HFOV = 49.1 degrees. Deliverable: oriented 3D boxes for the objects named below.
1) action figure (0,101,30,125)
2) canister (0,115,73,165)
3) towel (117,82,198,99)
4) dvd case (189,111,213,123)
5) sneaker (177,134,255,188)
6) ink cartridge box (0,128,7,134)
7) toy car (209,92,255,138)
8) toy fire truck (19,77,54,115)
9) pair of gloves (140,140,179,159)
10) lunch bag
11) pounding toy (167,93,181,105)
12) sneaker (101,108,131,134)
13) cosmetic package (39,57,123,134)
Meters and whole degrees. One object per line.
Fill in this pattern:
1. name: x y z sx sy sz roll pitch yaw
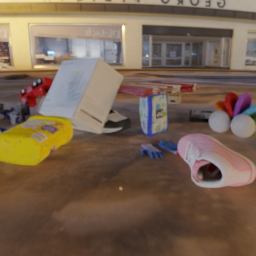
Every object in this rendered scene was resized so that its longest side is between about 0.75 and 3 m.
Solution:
1. action figure: -5.185 -0.559 11.326 2.264 0.786 1.473 -3 26 6
2. canister: -2.650 0.299 7.987 1.470 0.856 1.979 5 17 11
3. towel: 0.957 -1.458 10.325 2.790 0.317 2.010 -11 18 -35
4. dvd case: 3.748 -0.460 12.023 2.193 0.192 1.564 4 17 13
5. sneaker: 1.682 0.708 6.487 1.147 0.826 2.195 -4 19 -33
6. ink cartridge box: -4.709 0.137 7.956 1.858 0.378 1.862 14 30 2
7. toy car: 3.943 -0.544 9.947 1.683 1.442 1.923 -13 20 -41
8. toy fire truck: -3.778 -1.244 12.530 2.557 1.803 0.623 -22 -16 29
9. pair of gloves: 0.981 0.605 8.187 1.400 0.160 1.126 -4 15 -16
10. lunch bag: 0.889 -0.612 10.132 1.105 1.475 1.735 1 15 14
11. pounding toy: 2.441 -1.615 15.648 0.964 0.502 1.097 5 16 18
12. sneaker: -1.066 -0.536 10.563 2.859 1.143 1.054 15 20 40
13. cosmetic package: -1.662 -1.156 9.804 2.182 2.188 1.345 8 -19 44
